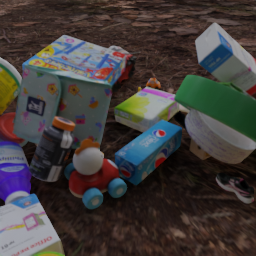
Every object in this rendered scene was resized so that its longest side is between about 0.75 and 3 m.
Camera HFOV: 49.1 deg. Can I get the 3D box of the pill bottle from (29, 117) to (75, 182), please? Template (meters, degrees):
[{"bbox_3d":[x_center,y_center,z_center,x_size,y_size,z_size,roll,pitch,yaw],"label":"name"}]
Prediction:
[{"bbox_3d":[-1.668,0.452,6.330,0.728,1.371,0.728,23,8,-4],"label":"pill bottle"}]

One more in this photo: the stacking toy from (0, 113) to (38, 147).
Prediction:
[{"bbox_3d":[-2.650,0.103,8.212,1.845,0.861,2.038,35,41,3],"label":"stacking toy"}]

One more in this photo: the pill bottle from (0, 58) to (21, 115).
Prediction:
[{"bbox_3d":[-3.815,-0.654,7.040,1.287,1.287,2.282,13,54,18],"label":"pill bottle"}]

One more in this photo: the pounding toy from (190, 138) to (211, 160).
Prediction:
[{"bbox_3d":[2.162,0.277,7.367,0.931,1.011,0.719,-20,38,-27],"label":"pounding toy"}]

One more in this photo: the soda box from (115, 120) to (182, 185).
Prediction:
[{"bbox_3d":[0.574,0.565,7.252,0.692,0.654,2.039,24,41,32],"label":"soda box"}]

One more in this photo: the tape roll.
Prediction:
[{"bbox_3d":[2.594,-0.297,7.001,2.979,0.716,2.979,29,7,-4],"label":"tape roll"}]

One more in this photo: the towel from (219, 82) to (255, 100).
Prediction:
[{"bbox_3d":[3.137,-0.622,7.975,2.122,0.326,1.583,30,-3,-17],"label":"towel"}]

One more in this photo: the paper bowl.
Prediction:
[{"bbox_3d":[2.404,-0.062,6.980,1.788,0.930,1.788,21,36,-16],"label":"paper bowl"}]

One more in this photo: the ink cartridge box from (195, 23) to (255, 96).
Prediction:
[{"bbox_3d":[2.991,-1.725,7.842,2.289,0.770,1.330,32,39,-21],"label":"ink cartridge box"}]

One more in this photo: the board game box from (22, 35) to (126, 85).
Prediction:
[{"bbox_3d":[-1.663,-1.965,9.207,2.479,0.693,2.428,20,43,10],"label":"board game box"}]

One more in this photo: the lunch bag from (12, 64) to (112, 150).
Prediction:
[{"bbox_3d":[-1.696,-0.512,7.171,2.218,1.889,1.352,10,15,-18],"label":"lunch bag"}]

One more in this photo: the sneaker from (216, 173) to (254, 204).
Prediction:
[{"bbox_3d":[2.482,1.265,6.406,0.384,0.412,0.955,-23,39,-33],"label":"sneaker"}]

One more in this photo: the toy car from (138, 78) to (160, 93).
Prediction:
[{"bbox_3d":[0.841,-1.611,10.824,0.577,0.391,1.176,18,38,21],"label":"toy car"}]

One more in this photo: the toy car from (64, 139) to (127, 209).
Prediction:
[{"bbox_3d":[-0.761,0.806,6.230,1.197,1.353,1.247,-18,38,-28],"label":"toy car"}]

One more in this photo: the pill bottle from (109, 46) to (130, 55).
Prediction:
[{"bbox_3d":[-0.444,-3.364,13.158,0.794,0.794,1.365,-14,36,-20],"label":"pill bottle"}]

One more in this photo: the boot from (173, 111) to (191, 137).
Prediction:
[{"bbox_3d":[1.721,-0.055,8.051,0.340,0.754,0.920,-42,44,14],"label":"boot"}]

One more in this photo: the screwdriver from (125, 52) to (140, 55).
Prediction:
[{"bbox_3d":[-0.194,-2.893,11.208,1.417,0.206,0.198,-4,13,3],"label":"screwdriver"}]

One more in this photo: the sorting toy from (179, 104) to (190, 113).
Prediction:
[{"bbox_3d":[2.465,-0.812,9.469,1.415,0.840,1.572,7,28,46],"label":"sorting toy"}]

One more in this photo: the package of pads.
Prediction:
[{"bbox_3d":[0.673,-0.591,9.013,1.427,0.630,1.847,22,43,32],"label":"package of pads"}]

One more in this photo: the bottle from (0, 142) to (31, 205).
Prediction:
[{"bbox_3d":[-2.697,1.073,6.419,0.846,0.661,2.026,-3,31,-31],"label":"bottle"}]

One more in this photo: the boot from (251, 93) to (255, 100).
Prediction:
[{"bbox_3d":[4.709,-1.680,8.464,2.293,2.436,0.834,34,31,9],"label":"boot"}]

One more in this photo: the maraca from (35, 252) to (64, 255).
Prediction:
[{"bbox_3d":[-1.148,2.421,4.457,1.140,0.610,0.782,11,72,-3],"label":"maraca"}]

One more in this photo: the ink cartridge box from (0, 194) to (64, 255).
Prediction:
[{"bbox_3d":[-1.911,1.984,5.151,0.976,0.572,1.351,-20,39,-29],"label":"ink cartridge box"}]

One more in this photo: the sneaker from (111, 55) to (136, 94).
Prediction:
[{"bbox_3d":[-0.608,-2.365,11.421,1.369,0.990,2.802,15,37,18],"label":"sneaker"}]
